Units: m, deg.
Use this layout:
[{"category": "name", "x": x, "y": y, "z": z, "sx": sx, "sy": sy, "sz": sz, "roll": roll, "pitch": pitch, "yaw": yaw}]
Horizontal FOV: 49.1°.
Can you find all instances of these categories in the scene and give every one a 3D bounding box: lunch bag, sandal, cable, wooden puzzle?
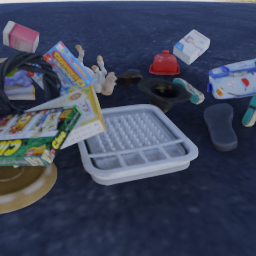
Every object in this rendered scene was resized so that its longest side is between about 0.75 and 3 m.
[{"category": "lunch bag", "x": 3.588, "y": -1.599, "z": 8.954, "sx": 2.121, "sy": 1.000, "sz": 2.646, "roll": -7, "pitch": 12, "yaw": 16}, {"category": "sandal", "x": 2.440, "y": -0.019, "z": 7.475, "sx": 0.778, "sy": 0.438, "sz": 2.045, "roll": -5, "pitch": 34, "yaw": 18}, {"category": "cable", "x": -2.399, "y": -0.933, "z": 6.772, "sx": 1.585, "sy": 1.942, "sz": 0.493, "roll": -43, "pitch": 50, "yaw": -7}, {"category": "wooden puzzle", "x": -4.961, "y": -1.692, "z": 9.480, "sx": 2.904, "sy": 0.541, "sz": 2.687, "roll": -16, "pitch": 5, "yaw": -30}]

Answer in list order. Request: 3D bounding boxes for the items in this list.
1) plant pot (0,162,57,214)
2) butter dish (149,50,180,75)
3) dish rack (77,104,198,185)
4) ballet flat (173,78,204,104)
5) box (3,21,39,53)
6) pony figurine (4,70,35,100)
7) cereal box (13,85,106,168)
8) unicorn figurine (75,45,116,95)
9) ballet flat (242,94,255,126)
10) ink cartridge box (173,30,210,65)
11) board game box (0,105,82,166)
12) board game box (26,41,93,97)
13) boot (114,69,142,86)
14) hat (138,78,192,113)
[{"category": "plant pot", "x": -2.474, "y": 0.974, "z": 5.807, "sx": 1.933, "sy": 0.266, "sz": 1.933, "roll": 1, "pitch": 29, "yaw": 0}, {"category": "butter dish", "x": 1.577, "y": -2.834, "z": 11.900, "sx": 1.266, "sy": 0.936, "sz": 1.262, "roll": 4, "pitch": 30, "yaw": 6}, {"category": "dish rack", "x": 0.013, "y": 0.327, "z": 6.575, "sx": 2.395, "sy": 0.608, "sz": 2.791, "roll": -9, "pitch": 31, "yaw": -15}, {"category": "ballet flat", "x": 2.062, "y": -1.251, "z": 9.492, "sx": 0.427, "sy": 0.505, "sz": 1.336, "roll": -14, "pitch": 49, "yaw": -32}, {"category": "box", "x": -3.110, "y": -2.606, "z": 8.157, "sx": 0.880, "sy": 0.563, "sz": 0.480, "roll": 19, "pitch": 61, "yaw": -14}, {"category": "pony figurine", "x": -3.996, "y": -1.019, "z": 8.156, "sx": 2.368, "sy": 1.972, "sz": 2.286, "roll": -16, "pitch": 1, "yaw": -19}, {"category": "cereal box", "x": -1.627, "y": -0.101, "z": 6.262, "sx": 2.094, "sy": 0.414, "sz": 1.507, "roll": -22, "pitch": 39, "yaw": 1}, {"category": "unicorn figurine", "x": -1.540, "y": -2.002, "z": 9.821, "sx": 0.991, "sy": 1.843, "sz": 2.683, "roll": -34, "pitch": 69, "yaw": -19}, {"category": "ballet flat", "x": 3.511, "y": -0.536, "z": 7.720, "sx": 0.339, "sy": 1.087, "sz": 0.367, "roll": 15, "pitch": 20, "yaw": -29}, {"category": "ink cartridge box", "x": 1.633, "y": -2.093, "z": 7.214, "sx": 0.774, "sy": 0.327, "sz": 0.559, "roll": -42, "pitch": 68, "yaw": -16}, {"category": "board game box", "x": -2.196, "y": 0.176, "z": 5.524, "sx": 2.512, "sy": 0.295, "sz": 1.316, "roll": -5, "pitch": 45, "yaw": 30}, {"category": "board game box", "x": -2.022, "y": -1.556, "z": 8.273, "sx": 1.391, "sy": 1.420, "sz": 0.397, "roll": -27, "pitch": 26, "yaw": 32}, {"category": "boot", "x": -0.055, "y": -1.917, "z": 10.648, "sx": 1.168, "sy": 0.436, "sz": 0.566, "roll": -2, "pitch": 43, "yaw": 4}, {"category": "hat", "x": 1.031, "y": -0.905, "z": 8.484, "sx": 1.759, "sy": 0.710, "sz": 1.759, "roll": 9, "pitch": 29, "yaw": -5}]
